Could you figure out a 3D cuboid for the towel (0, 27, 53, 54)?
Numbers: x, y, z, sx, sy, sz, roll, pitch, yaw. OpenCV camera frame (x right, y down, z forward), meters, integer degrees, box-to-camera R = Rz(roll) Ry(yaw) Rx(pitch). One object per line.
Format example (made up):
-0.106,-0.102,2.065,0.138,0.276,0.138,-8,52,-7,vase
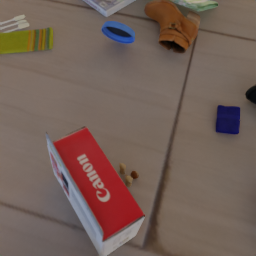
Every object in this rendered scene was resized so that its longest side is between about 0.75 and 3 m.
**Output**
-3.972,-3.166,10.214,2.422,0.219,1.042,-7,59,-4,towel

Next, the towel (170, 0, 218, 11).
1.952,-5.221,10.892,2.743,0.321,2.092,31,38,19,towel

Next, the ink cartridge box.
-0.785,1.348,6.358,1.060,2.220,2.529,-26,63,-22,ink cartridge box

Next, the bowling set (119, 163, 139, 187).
-0.131,1.227,7.403,0.817,0.630,1.174,-26,63,-14,bowling set

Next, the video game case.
-0.712,-5.908,11.762,2.651,0.305,2.416,-39,67,-20,video game case

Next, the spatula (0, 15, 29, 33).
-4.452,-3.953,10.745,1.187,0.095,0.825,-24,63,-13,spatula

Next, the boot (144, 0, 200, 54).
1.395,-3.661,10.254,2.251,0.863,1.748,24,66,5,boot

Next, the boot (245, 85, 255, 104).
4.661,-0.429,8.267,2.059,0.786,1.730,6,56,-4,boot

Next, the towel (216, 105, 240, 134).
3.021,-0.240,8.476,0.675,0.226,0.914,6,65,14,towel

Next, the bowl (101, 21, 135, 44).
-0.328,-3.324,9.744,1.204,1.204,0.236,17,85,10,bowl
